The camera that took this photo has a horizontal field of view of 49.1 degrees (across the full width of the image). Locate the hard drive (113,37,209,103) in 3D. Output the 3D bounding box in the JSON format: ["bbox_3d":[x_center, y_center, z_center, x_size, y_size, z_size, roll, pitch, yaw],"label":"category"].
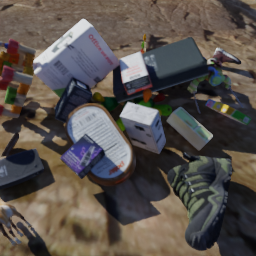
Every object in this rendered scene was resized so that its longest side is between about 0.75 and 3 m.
[{"bbox_3d":[0.917,-1.923,9.020,2.864,0.471,1.999,-17,39,11],"label":"hard drive"}]

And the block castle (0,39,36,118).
[{"bbox_3d":[-3.613,-1.446,8.497,1.062,2.264,1.513,12,56,-26],"label":"block castle"}]

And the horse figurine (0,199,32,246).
[{"bbox_3d":[-2.560,1.930,5.835,0.393,1.575,1.044,-41,94,-5],"label":"horse figurine"}]

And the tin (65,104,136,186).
[{"bbox_3d":[-0.779,0.400,7.520,1.363,0.510,2.434,-34,68,-3],"label":"tin"}]

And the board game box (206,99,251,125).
[{"bbox_3d":[2.995,-0.500,8.466,0.885,0.233,1.157,24,9,-19],"label":"board game box"}]

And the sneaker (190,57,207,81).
[{"bbox_3d":[1.730,-2.393,10.568,2.642,0.995,1.036,-5,40,-10],"label":"sneaker"}]

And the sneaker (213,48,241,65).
[{"bbox_3d":[3.869,-2.654,11.141,1.121,0.648,0.424,39,29,20],"label":"sneaker"}]

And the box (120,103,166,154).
[{"bbox_3d":[0.440,0.044,7.552,0.906,1.554,0.467,18,65,24],"label":"box"}]

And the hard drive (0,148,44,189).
[{"bbox_3d":[-2.988,1.108,7.465,1.332,0.282,0.899,-20,48,-20],"label":"hard drive"}]

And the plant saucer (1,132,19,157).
[{"bbox_3d":[-3.269,0.479,7.834,0.137,0.796,0.796,32,44,-15],"label":"plant saucer"}]

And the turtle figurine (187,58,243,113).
[{"bbox_3d":[2.713,-1.533,9.521,1.367,1.900,1.842,-27,33,19],"label":"turtle figurine"}]

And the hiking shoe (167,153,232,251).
[{"bbox_3d":[1.497,1.545,6.388,1.409,1.060,2.800,12,28,20],"label":"hiking shoe"}]

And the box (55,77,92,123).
[{"bbox_3d":[-1.684,-0.803,8.539,0.633,1.182,0.877,27,16,-26],"label":"box"}]

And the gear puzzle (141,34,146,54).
[{"bbox_3d":[0.586,-3.098,11.037,0.160,1.221,0.633,2,34,-7],"label":"gear puzzle"}]

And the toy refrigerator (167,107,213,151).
[{"bbox_3d":[1.780,-0.005,8.069,1.270,0.444,0.482,45,46,13],"label":"toy refrigerator"}]

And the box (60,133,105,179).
[{"bbox_3d":[-1.097,0.691,6.903,0.652,0.459,0.881,38,74,18],"label":"box"}]

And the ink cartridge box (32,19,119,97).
[{"bbox_3d":[-1.679,-2.103,9.110,2.248,1.636,0.944,-38,42,4],"label":"ink cartridge box"}]

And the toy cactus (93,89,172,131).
[{"bbox_3d":[-0.049,-0.850,8.921,2.694,1.377,2.223,-9,34,0],"label":"toy cactus"}]

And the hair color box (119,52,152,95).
[{"bbox_3d":[0.189,-1.656,8.352,0.758,0.457,1.493,-18,39,8],"label":"hair color box"}]
